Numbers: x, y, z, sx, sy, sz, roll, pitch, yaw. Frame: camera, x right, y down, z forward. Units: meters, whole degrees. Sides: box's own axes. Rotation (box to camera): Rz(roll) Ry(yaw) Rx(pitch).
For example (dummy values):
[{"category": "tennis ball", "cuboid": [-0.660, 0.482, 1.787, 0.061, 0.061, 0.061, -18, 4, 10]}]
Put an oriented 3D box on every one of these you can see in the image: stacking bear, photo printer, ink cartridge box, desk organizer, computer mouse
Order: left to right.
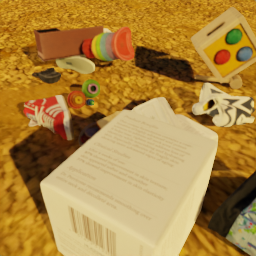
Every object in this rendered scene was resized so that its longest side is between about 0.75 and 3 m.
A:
[{"category": "computer mouse", "cuboid": [-2.891, -1.887, 10.343, 0.909, 0.346, 1.313, -25, 32, -30]}, {"category": "desk organizer", "cuboid": [-2.208, -3.347, 10.813, 2.545, 0.980, 0.913, -16, 32, -23]}, {"category": "ink cartridge box", "cuboid": [-1.807, -3.719, 12.376, 2.359, 0.794, 1.382, -14, 38, -17]}, {"category": "stacking bear", "cuboid": [-0.879, -2.937, 10.180, 1.875, 1.139, 1.066, 6, 28, 36]}, {"category": "photo printer", "cuboid": [1.359, 0.236, 7.249, 1.229, 0.513, 1.477, -31, 46, -31]}]

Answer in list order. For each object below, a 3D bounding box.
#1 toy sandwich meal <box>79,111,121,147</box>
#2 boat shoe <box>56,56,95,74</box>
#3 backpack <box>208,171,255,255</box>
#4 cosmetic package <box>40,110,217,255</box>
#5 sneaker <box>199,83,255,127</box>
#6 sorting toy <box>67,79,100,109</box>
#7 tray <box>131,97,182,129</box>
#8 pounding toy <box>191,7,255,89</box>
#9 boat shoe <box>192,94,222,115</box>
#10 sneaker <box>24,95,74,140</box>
[{"category": "toy sandwich meal", "cuboid": [-0.538, 0.170, 7.205, 1.512, 0.518, 1.512, 2, 44, -2]}, {"category": "boat shoe", "cuboid": [-1.986, -2.625, 11.036, 1.821, 0.635, 0.649, 16, 44, 25]}, {"category": "backpack", "cuboid": [2.941, 1.653, 4.584, 1.941, 1.830, 2.380, -24, 57, -37]}, {"category": "cosmetic package", "cuboid": [0.127, 1.202, 4.793, 1.895, 1.883, 2.264, 21, 42, 26]}, {"category": "sneaker", "cuboid": [3.015, -0.698, 8.355, 1.313, 0.805, 2.018, 4, 26, -10]}, {"category": "sorting toy", "cuboid": [-1.287, -0.994, 8.664, 1.171, 0.703, 0.481, -40, 20, -13]}, {"category": "tray", "cuboid": [0.667, -0.174, 7.535, 1.216, 0.251, 2.264, -25, 32, 6]}, {"category": "pounding toy", "cuboid": [3.148, -2.065, 9.075, 2.182, 2.484, 1.136, -34, 30, 23]}, {"category": "boat shoe", "cuboid": [2.157, -0.634, 7.140, 1.086, 0.401, 0.463, -22, 10, -32]}, {"category": "sneaker", "cuboid": [-2.205, -0.234, 7.703, 1.189, 0.753, 2.113, -11, 32, -18]}]
